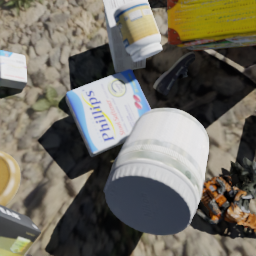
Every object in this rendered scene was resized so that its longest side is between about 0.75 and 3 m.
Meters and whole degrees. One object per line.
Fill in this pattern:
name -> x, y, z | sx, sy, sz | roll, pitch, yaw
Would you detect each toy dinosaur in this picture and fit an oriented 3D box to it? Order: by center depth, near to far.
toy dinosaur -> 2.285, 1.503, 6.040 | 2.216, 1.132, 1.504 | 36, 81, -14

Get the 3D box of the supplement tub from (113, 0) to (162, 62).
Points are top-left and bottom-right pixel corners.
supplement tub -> 0.230, -2.123, 6.160 | 0.821, 0.821, 1.134 | -23, 95, -11

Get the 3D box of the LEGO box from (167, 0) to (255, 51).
LEGO box -> 2.694, -2.613, 6.632 | 2.972, 2.213, 1.147 | 3, 100, 30

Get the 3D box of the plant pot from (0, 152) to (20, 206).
plant pot -> -3.311, 1.203, 6.412 | 1.598, 0.220, 1.598 | 1, 60, -1

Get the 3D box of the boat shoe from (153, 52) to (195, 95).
boat shoe -> 1.370, -1.465, 7.662 | 1.516, 0.551, 0.475 | -42, 76, -12

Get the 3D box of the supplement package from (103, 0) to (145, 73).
supplement package -> -0.083, -2.553, 7.561 | 0.894, 1.613, 1.256 | -11, 61, -4

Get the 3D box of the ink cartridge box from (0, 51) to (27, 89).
ink cartridge box -> -3.150, -1.560, 7.598 | 0.667, 0.391, 0.924 | 6, 58, -36

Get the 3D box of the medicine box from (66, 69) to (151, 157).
medicine box -> -0.418, -0.337, 6.628 | 1.649, 0.849, 1.502 | -24, 85, -14

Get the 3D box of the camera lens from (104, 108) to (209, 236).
camera lens -> 0.615, 0.707, 5.258 | 1.614, 1.614, 2.018 | 18, 40, 9

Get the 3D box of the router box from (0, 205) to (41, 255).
router box -> -2.826, 2.086, 4.800 | 0.567, 2.171, 1.707 | 28, 74, 37
